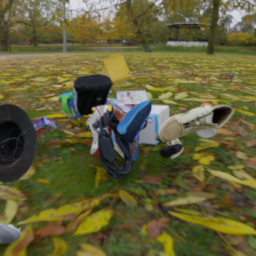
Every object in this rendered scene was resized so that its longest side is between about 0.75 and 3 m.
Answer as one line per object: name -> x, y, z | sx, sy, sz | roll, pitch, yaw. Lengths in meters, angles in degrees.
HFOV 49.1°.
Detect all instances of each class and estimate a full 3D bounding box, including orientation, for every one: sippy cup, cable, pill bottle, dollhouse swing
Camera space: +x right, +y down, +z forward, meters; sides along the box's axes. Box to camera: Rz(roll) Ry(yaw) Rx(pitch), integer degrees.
sippy cup -> -2.598, -1.102, 13.586 | 1.656, 1.214, 1.301 | -22, 16, -35
cable -> -0.444, 0.556, 8.895 | 0.567, 2.234, 1.823 | -17, 24, 17
pill bottle -> 3.092, -0.339, 11.101 | 0.755, 0.755, 1.422 | 4, 47, 11
dollhouse swing -> -0.594, -2.388, 12.537 | 1.113, 1.225, 1.077 | -21, -19, -6

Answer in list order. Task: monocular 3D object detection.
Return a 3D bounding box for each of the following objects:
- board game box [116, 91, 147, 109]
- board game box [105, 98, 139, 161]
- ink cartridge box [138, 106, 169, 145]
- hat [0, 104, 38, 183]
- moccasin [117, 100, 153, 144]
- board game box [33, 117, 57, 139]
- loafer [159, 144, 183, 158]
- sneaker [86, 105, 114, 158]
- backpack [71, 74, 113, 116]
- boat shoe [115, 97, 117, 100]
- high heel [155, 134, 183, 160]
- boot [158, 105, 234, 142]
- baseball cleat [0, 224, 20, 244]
board game box -> 0.160, -1.228, 12.233 | 1.327, 0.268, 1.015 | -2, 41, -2
board game box -> -0.302, -0.022, 10.916 | 0.445, 1.748, 2.583 | -3, 19, -23
ink cartridge box -> 0.909, -0.174, 12.016 | 1.243, 1.237, 1.694 | 5, 21, 28
hat -> -2.959, 0.395, 7.360 | 2.041, 2.041, 0.823 | 9, -1, 23
moccasin -> 0.252, -0.193, 8.614 | 0.779, 0.660, 1.935 | -18, 22, 41
board game box -> -3.614, 0.131, 10.832 | 1.412, 0.316, 0.950 | -28, -14, 5
loafer -> 1.248, 0.665, 8.126 | 0.330, 0.319, 0.939 | -24, -3, -31
sneaker -> -1.057, 0.115, 10.018 | 0.933, 0.884, 2.270 | 0, 46, 7
backpack -> -1.641, -1.381, 12.175 | 1.640, 2.011, 1.546 | -10, 46, -18
boat shoe -> -0.228, -1.164, 14.804 | 1.018, 1.247, 2.964 | -21, 0, 17
high heel -> 1.259, 0.622, 9.448 | 1.154, 0.578, 1.618 | -25, 26, 36
boot -> 1.759, -0.126, 7.413 | 1.736, 0.626, 1.343 | -25, 7, -17
baseball cleat -> -3.150, 2.507, 6.127 | 1.510, 0.527, 0.804 | -5, 25, 14
